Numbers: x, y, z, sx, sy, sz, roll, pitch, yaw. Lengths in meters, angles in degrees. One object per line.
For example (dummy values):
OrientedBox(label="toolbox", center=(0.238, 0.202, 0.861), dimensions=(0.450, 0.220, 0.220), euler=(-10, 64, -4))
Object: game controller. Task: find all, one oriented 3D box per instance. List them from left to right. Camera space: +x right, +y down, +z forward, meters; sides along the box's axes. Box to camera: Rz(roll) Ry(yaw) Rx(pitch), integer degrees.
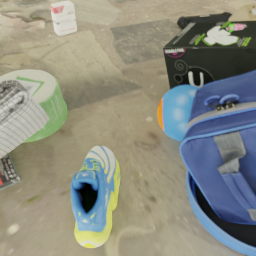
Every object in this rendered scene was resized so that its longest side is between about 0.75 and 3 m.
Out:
OrientedBox(label="game controller", center=(3.561, -4.685, 12.382), dimensions=(2.661, 0.560, 1.388), euler=(-8, 30, -9))

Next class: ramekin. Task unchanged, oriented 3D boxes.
OrientedBox(label="ramekin", center=(-2.836, -0.711, 7.808), dimensions=(2.134, 1.042, 2.134), euler=(0, 44, 0))

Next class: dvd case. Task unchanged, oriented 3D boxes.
OrientedBox(label="dvd case", center=(-3.671, 1.135, 6.525), dimensions=(1.897, 0.209, 1.385), euler=(-24, 49, -24))

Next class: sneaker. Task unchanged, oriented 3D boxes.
OrientedBox(label="sneaker", center=(-0.631, 1.070, 5.803), dimensions=(0.934, 1.295, 2.466), euler=(-2, 45, -1))

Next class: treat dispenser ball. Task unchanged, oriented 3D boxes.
OrientedBox(label="treat dispenser ball", center=(1.471, -0.366, 7.157), dimensions=(1.443, 1.443, 1.443), euler=(0, 44, 0))

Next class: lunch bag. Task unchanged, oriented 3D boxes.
OrientedBox(label="lunch bag", center=(2.233, 0.448, 5.064), dimensions=(1.953, 2.875, 1.902), euler=(-15, 35, 35))

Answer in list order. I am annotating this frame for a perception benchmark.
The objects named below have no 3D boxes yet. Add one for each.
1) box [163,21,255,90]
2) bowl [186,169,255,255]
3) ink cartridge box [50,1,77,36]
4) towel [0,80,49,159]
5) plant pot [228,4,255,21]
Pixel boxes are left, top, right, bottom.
OrientedBox(label="box", center=(2.686, -1.572, 7.520), dimensions=(2.795, 2.076, 1.737), euler=(13, 45, 36))
OrientedBox(label="bowl", center=(2.678, 1.363, 6.037), dimensions=(2.876, 0.565, 2.876), euler=(0, 44, 0))
OrientedBox(label="ink cartridge box", center=(-2.675, -4.567, 11.672), dimensions=(0.865, 1.188, 0.504), euler=(-25, 50, -24))
OrientedBox(label="towel", center=(-2.771, -0.037, 5.927), dimensions=(1.933, 1.601, 0.827), euler=(-40, 82, -12))
OrientedBox(label="plant pot", center=(4.918, -4.362, 11.343), dimensions=(1.111, 0.985, 1.113), euler=(-8, 69, -8))
